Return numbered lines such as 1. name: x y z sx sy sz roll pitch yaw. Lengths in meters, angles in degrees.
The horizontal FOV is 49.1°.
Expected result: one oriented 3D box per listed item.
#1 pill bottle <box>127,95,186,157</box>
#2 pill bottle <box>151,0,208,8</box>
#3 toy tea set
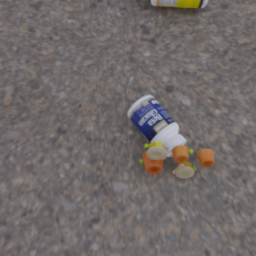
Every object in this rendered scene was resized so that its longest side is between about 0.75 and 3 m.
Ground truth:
1. pill bottle: 0.926 -0.040 8.860 1.043 1.043 1.877 -35 72 -13
2. pill bottle: 1.759 -5.481 10.869 2.669 1.458 1.458 5 68 3
3. toy tea set: 1.455 0.843 8.498 2.227 1.324 0.824 10 44 -9
